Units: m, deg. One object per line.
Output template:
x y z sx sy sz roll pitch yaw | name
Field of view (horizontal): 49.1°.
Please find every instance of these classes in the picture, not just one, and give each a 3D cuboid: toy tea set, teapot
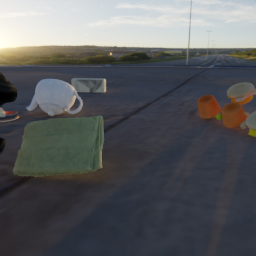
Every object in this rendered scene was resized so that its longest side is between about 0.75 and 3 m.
3.195 -0.371 7.565 1.659 1.033 2.790 -36 29 -13 | toy tea set
-2.285 -0.851 8.772 1.321 0.978 1.339 19 -23 -33 | teapot

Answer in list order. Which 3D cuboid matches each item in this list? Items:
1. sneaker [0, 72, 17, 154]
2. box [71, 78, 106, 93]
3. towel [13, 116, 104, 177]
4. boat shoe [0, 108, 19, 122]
-2.096 0.184 3.184 1.142 2.295 0.798 27 -22 -5 | sneaker
-1.937 -2.110 13.898 1.635 0.672 0.559 0 15 6 | box
-1.102 0.298 4.568 1.445 0.264 1.072 -5 54 10 | towel
-3.768 -0.377 7.974 1.293 0.404 0.460 -11 17 -39 | boat shoe
